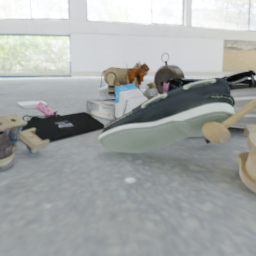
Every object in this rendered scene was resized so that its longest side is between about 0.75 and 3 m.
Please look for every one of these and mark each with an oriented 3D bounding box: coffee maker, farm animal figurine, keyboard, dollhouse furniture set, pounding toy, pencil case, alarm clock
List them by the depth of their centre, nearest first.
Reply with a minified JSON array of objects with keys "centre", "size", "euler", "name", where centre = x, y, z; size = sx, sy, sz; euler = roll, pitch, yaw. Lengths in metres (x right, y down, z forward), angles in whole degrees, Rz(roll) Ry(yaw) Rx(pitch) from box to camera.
[{"centre":[2.532,0.236,4.414],"size":[2.410,1.383,1.378],"euler":[2,22,-7],"name":"pounding toy"},{"centre":[-2.502,0.353,6.167],"size":[1.097,0.773,0.769],"euler":[36,25,15],"name":"dollhouse furniture set"},{"centre":[-2.002,0.031,8.222],"size":[1.351,0.515,2.597],"euler":[35,29,29],"name":"keyboard"},{"centre":[2.489,-0.639,8.437],"size":[2.580,1.738,2.478],"euler":[-1,-4,-9],"name":"coffee maker"},{"centre":[-2.650,-0.518,9.223],"size":[0.800,0.346,0.331],"euler":[40,-35,-28],"name":"pencil case"},{"centre":[0.428,-1.911,11.778],"size":[2.201,1.370,2.725],"euler":[-15,-25,33],"name":"farm animal figurine"},{"centre":[1.838,-2.402,13.113],"size":[0.739,2.221,1.498],"euler":[-9,2,-40],"name":"alarm clock"}]

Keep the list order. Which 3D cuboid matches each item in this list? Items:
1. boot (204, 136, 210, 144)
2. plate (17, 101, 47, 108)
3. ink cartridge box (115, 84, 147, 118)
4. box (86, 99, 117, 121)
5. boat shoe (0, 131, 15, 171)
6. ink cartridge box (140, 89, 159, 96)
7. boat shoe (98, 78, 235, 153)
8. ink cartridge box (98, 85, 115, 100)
[{"centre":[1.799,-0.333,6.617],"size":[0.904,1.373,0.479],"euler":[33,47,29],"name":"boot"},{"centre":[-4.622,-1.120,13.479],"size":[1.196,0.193,1.193],"euler":[-7,15,-28],"name":"plate"},{"centre":[0.195,-0.330,7.233],"size":[0.553,0.961,1.659],"euler":[-11,37,-19],"name":"ink cartridge box"},{"centre":[-0.368,-0.762,11.050],"size":[1.759,0.537,2.221],"euler":[-9,15,-35],"name":"box"},{"centre":[-3.269,0.428,5.118],"size":[2.211,0.811,0.824],"euler":[-6,14,-25],"name":"boat shoe"},{"centre":[0.732,-1.646,14.588],"size":[1.743,0.749,1.277],"euler":[1,12,8],"name":"ink cartridge box"},{"centre":[0.678,-0.190,5.767],"size":[2.928,0.883,1.107],"euler":[-13,-33,26],"name":"boat shoe"},{"centre":[-0.672,-1.631,12.250],"size":[1.135,0.478,0.820],"euler":[-9,22,4],"name":"ink cartridge box"}]
